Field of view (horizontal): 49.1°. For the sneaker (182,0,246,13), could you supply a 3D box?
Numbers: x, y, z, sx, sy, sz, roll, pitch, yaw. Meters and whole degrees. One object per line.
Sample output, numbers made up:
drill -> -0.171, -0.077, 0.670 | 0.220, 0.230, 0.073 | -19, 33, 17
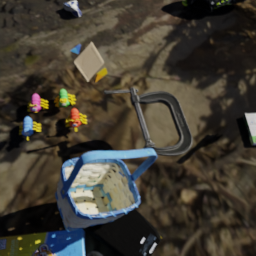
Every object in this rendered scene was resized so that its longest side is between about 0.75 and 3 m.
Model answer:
sneaker -> 3.416, -4.975, 11.054 | 2.556, 0.916, 1.058 | 5, 80, 5

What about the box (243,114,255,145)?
box -> 3.894, 0.030, 8.260 | 0.735, 0.185, 1.018 | -1, 58, -1

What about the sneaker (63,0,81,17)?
sneaker -> -2.112, -4.794, 11.081 | 0.885, 0.358, 0.511 | 37, 67, 22

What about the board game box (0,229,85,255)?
board game box -> -1.996, 3.179, 6.202 | 2.076, 0.419, 1.588 | -6, 59, -3

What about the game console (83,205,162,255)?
game console -> -0.646, 2.934, 6.123 | 1.737, 0.355, 2.945 | 32, 53, 18

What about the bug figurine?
bug figurine -> -2.312, -0.443, 8.345 | 2.012, 0.518, 1.560 | -11, 59, -6

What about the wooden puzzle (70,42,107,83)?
wooden puzzle -> -0.923, -1.538, 6.614 | 0.133, 1.141, 0.770 | 22, 62, 35

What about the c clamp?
c clamp -> 0.566, -0.181, 6.922 | 1.815, 0.288, 2.125 | -13, 63, -18

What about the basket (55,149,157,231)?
basket -> -0.554, 1.139, 5.733 | 1.805, 2.047, 1.424 | 4, 49, -41
